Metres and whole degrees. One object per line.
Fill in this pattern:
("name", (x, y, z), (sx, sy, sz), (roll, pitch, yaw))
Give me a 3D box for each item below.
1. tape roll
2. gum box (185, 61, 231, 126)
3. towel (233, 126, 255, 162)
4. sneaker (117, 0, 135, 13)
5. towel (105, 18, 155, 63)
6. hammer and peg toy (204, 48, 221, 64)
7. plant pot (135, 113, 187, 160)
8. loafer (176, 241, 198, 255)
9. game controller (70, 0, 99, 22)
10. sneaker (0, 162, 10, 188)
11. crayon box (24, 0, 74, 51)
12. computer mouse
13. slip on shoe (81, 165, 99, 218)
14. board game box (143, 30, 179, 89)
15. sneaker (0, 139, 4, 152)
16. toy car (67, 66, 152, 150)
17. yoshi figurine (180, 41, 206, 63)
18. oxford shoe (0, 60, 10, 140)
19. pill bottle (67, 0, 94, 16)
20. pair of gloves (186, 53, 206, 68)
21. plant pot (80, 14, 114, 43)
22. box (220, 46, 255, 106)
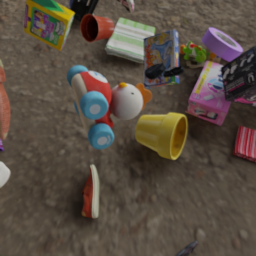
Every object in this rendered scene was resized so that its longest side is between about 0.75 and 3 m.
("tape roll", (4.392, -3.899, 13.133), (1.885, 0.618, 1.885), (22, 37, -17))
("gum box", (3.554, -1.457, 11.706), (1.529, 0.891, 2.694), (22, 57, 14))
("towel", (5.089, 0.739, 10.558), (1.988, 0.224, 1.438), (18, 55, 13))
("sneaker", (-0.175, -4.986, 10.575), (0.740, 1.715, 0.689), (10, 84, 11))
("towel", (0.172, -4.417, 14.112), (2.070, 0.426, 2.775), (18, 53, 0))
("hammer and peg toy", (4.070, -3.569, 13.146), (0.819, 1.113, 0.393), (21, 27, 14))
("plant pot", (1.154, 0.185, 10.203), (1.539, 1.636, 1.636), (14, 54, 27))
("loafer", (1.804, 3.709, 8.426), (0.768, 0.276, 0.242), (-30, 78, -13))
("game controller", (-1.708, -5.205, 11.434), (0.944, 1.810, 0.381), (18, 30, -27))
("sneaker", (-4.627, 2.053, 9.166), (0.795, 0.935, 2.112), (5, 55, 2))
("crayon box", (-2.664, -3.494, 9.301), (1.405, 1.628, 0.475), (25, 62, -13))
("computer mouse", (0.951, -1.449, 7.429), (0.524, 0.304, 1.787), (-37, 23, -10))
("slip on shoe", (-1.277, 2.082, 9.354), (0.560, 0.678, 1.831), (-3, 59, 3))
("board game box", (1.185, -2.467, 10.209), (1.295, 0.330, 1.913), (-6, 81, 35))
("sneaker", (-5.014, 0.558, 10.524), (0.785, 0.759, 1.883), (12, 63, -10))
("toy car", (-0.417, -0.932, 8.835), (2.438, 2.156, 2.247), (-18, 39, -13))
("yoshi figurine", (3.145, -3.514, 13.298), (0.852, 0.855, 1.521), (19, 15, -32))
("oxford shoe", (-3.654, -0.757, 7.435), (0.810, 0.777, 2.195), (-6, 94, -11))
("pill bottle", (-2.579, -6.574, 15.322), (1.024, 1.024, 1.845), (-22, 57, -15))
("pair of gloves", (3.274, -3.270, 13.460), (1.007, 0.208, 1.184), (2, 52, 6))
("plant pot", (-1.022, -3.480, 9.806), (0.928, 0.928, 0.903), (40, 38, 25))
("box", (5.199, -1.783, 10.754), (2.648, 1.750, 1.519), (7, 70, -25))
